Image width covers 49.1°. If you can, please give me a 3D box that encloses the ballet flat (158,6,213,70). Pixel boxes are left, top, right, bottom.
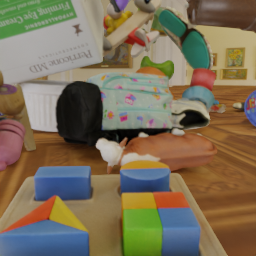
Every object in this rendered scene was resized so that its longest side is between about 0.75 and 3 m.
[{"bbox_3d":[2.204,-3.200,9.981,0.943,2.951,1.116,-16,-22,-44],"label":"ballet flat"}]

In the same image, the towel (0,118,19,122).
[{"bbox_3d":[-3.354,-0.127,8.082,1.431,0.155,1.050,3,12,17],"label":"towel"}]

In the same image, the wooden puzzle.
[{"bbox_3d":[-0.234,0.724,2.632,1.894,0.473,2.045,-1,11,-4],"label":"wooden puzzle"}]

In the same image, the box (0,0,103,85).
[{"bbox_3d":[-2.211,-2.878,6.509,2.787,2.399,2.800,-13,46,8],"label":"box"}]

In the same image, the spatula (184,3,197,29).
[{"bbox_3d":[2.782,-3.870,7.800,2.565,0.206,1.783,-20,-32,12],"label":"spatula"}]

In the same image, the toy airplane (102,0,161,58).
[{"bbox_3d":[-0.122,-3.378,9.322,2.346,1.663,2.357,-10,47,27],"label":"toy airplane"}]

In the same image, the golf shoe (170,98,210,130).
[{"bbox_3d":[0.977,-0.373,7.469,2.459,0.963,1.196,-2,16,-6],"label":"golf shoe"}]

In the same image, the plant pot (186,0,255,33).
[{"bbox_3d":[1.868,-2.451,5.149,1.390,1.404,1.404,-2,11,-1],"label":"plant pot"}]

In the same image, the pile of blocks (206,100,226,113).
[{"bbox_3d":[3.169,-0.865,10.833,1.458,0.599,0.453,-2,11,-11],"label":"pile of blocks"}]

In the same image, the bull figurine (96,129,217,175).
[{"bbox_3d":[0.424,0.349,4.354,1.777,0.579,1.079,0,10,3],"label":"bull figurine"}]

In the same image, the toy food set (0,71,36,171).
[{"bbox_3d":[-2.236,-0.239,4.072,0.457,1.843,2.899,-16,-4,17],"label":"toy food set"}]

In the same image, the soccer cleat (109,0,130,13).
[{"bbox_3d":[-0.029,-3.321,6.349,0.797,0.743,2.179,-13,40,18],"label":"soccer cleat"}]

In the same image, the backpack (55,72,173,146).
[{"bbox_3d":[-0.126,-0.375,5.799,2.355,1.491,1.965,-3,8,-30],"label":"backpack"}]

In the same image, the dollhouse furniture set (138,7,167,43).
[{"bbox_3d":[1.255,-4.189,11.392,1.776,1.163,0.891,-13,45,-31],"label":"dollhouse furniture set"}]

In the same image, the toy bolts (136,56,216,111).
[{"bbox_3d":[1.443,-0.851,9.221,2.603,2.486,1.805,11,49,14],"label":"toy bolts"}]

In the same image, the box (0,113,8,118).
[{"bbox_3d":[-4.122,-0.567,8.135,0.772,0.708,2.203,-15,8,-3],"label":"box"}]

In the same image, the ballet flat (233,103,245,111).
[{"bbox_3d":[5.186,-0.951,11.452,1.875,0.533,0.623,-1,11,-5],"label":"ballet flat"}]

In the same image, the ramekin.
[{"bbox_3d":[-1.906,-0.661,7.780,2.274,1.193,2.274,4,12,-1],"label":"ramekin"}]

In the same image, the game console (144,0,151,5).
[{"bbox_3d":[0.536,-3.845,7.700,0.699,0.143,1.185,-35,-13,9],"label":"game console"}]

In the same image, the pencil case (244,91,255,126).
[{"bbox_3d":[4.728,-0.682,8.205,2.883,1.125,1.252,-8,-19,-34],"label":"pencil case"}]
